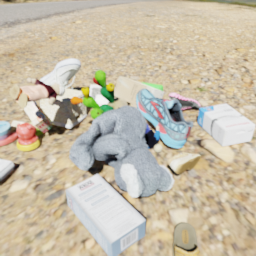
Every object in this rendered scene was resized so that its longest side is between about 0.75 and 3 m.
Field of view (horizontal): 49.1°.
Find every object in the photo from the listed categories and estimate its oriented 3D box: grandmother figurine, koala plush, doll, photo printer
[{"bbox_3d":[-2.762,-1.148,8.923,1.215,0.607,2.004,53,28,7],"label":"grandmother figurine"},{"bbox_3d":[0.047,0.878,7.855,2.194,2.273,2.474,13,31,-50],"label":"koala plush"},{"bbox_3d":[0.731,0.271,10.216,1.501,1.024,0.364,53,13,22],"label":"doll"},{"bbox_3d":[-4.204,1.372,8.654,0.878,0.366,1.055,7,25,10],"label":"photo printer"}]

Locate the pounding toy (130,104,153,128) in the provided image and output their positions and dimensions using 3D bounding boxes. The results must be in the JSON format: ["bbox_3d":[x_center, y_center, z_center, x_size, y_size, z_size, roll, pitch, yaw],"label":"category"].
[{"bbox_3d":[0.497,-0.602,11.472,1.032,1.036,1.805,-9,30,-20],"label":"pounding toy"}]

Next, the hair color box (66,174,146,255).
[{"bbox_3d":[-0.636,2.196,7.309,1.058,0.648,2.137,-23,39,-31],"label":"hair color box"}]

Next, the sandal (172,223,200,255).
[{"bbox_3d":[1.372,2.848,6.392,0.739,0.497,1.839,2,32,3],"label":"sandal"}]

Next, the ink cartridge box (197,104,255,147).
[{"bbox_3d":[3.790,-0.149,11.005,1.322,0.770,1.829,-10,33,-15],"label":"ink cartridge box"}]

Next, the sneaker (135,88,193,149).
[{"bbox_3d":[1.430,-0.666,10.530,1.147,1.382,2.893,-11,53,-41],"label":"sneaker"}]

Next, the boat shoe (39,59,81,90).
[{"bbox_3d":[-3.196,-2.087,13.043,2.880,1.228,1.064,-23,-22,34],"label":"boat shoe"}]

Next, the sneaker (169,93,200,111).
[{"bbox_3d":[2.481,-1.009,12.609,1.524,0.602,0.727,18,75,-2],"label":"sneaker"}]

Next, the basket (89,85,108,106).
[{"bbox_3d":[-1.353,-1.520,12.934,0.910,0.919,0.739,3,20,-15],"label":"basket"}]

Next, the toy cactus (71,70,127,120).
[{"bbox_3d":[-0.792,-0.577,10.111,1.493,2.920,2.409,-9,10,25],"label":"toy cactus"}]

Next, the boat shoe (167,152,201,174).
[{"bbox_3d":[1.796,1.018,8.920,0.548,0.584,1.584,36,23,30],"label":"boat shoe"}]

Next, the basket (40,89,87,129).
[{"bbox_3d":[-2.678,-0.886,11.612,1.507,1.212,1.494,12,25,16],"label":"basket"}]

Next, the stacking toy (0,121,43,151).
[{"bbox_3d":[-4.197,-0.060,10.691,2.109,0.891,1.909,5,31,10],"label":"stacking toy"}]

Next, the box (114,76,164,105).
[{"bbox_3d":[0.452,-1.558,12.864,2.202,1.046,0.856,27,14,38],"label":"box"}]

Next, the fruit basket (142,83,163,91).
[{"bbox_3d":[1.220,-1.896,13.921,1.210,0.873,1.210,-4,48,5],"label":"fruit basket"}]

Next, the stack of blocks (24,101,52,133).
[{"bbox_3d":[-3.442,-0.559,10.329,0.411,0.809,1.405,-37,68,-6],"label":"stack of blocks"}]
